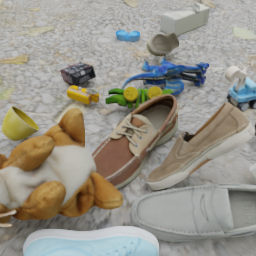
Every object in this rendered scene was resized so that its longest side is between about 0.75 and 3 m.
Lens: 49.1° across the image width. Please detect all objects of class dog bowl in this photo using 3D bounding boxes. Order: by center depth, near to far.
[{"bbox_3d":[-0.012,-3.614,11.000,0.967,0.240,0.539,7,43,7],"label":"dog bowl"}]

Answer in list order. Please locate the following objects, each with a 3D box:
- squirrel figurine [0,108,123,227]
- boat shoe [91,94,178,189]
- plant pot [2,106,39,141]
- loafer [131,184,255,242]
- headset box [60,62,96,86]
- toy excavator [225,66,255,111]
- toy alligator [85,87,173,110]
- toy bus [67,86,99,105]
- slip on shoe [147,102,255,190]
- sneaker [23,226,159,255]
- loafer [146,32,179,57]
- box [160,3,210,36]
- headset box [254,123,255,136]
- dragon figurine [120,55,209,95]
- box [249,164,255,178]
[{"bbox_3d":[-1.762,0.965,4.363,2.253,1.709,2.414,-23,2,-42],"label":"squirrel figurine"},{"bbox_3d":[0.116,0.167,6.132,1.117,1.059,2.951,31,51,21],"label":"boat shoe"},{"bbox_3d":[-2.553,-0.027,6.449,0.561,0.790,0.790,-47,53,0],"label":"plant pot"},{"bbox_3d":[1.473,1.376,4.806,2.865,1.000,1.002,-4,57,-1],"label":"loafer"},{"bbox_3d":[-1.563,-1.674,8.567,0.746,0.387,1.002,-28,30,-23],"label":"headset box"},{"bbox_3d":[3.036,-1.112,7.445,1.237,1.272,0.635,-12,42,-16],"label":"toy excavator"},{"bbox_3d":[0.028,-0.741,7.331,2.306,0.764,0.554,0,85,5],"label":"toy alligator"},{"bbox_3d":[-1.232,-0.892,7.732,0.860,0.280,0.336,20,48,15],"label":"toy bus"},{"bbox_3d":[1.148,0.389,5.198,0.686,2.264,0.861,51,34,-3],"label":"slip on shoe"},{"bbox_3d":[-0.472,2.016,4.109,2.093,0.774,0.858,2,22,-14],"label":"sneaker"},{"bbox_3d":[1.075,-2.649,9.143,0.639,0.708,1.871,-26,3,39],"label":"loafer"},{"bbox_3d":[2.376,-4.530,11.650,2.103,0.719,0.864,-30,50,-29],"label":"box"},{"bbox_3d":[3.703,0.065,5.944,1.527,1.136,0.590,31,53,2],"label":"headset box"},{"bbox_3d":[1.136,-1.473,8.037,2.816,0.829,1.400,-22,36,-36],"label":"dragon figurine"},{"bbox_3d":[2.769,1.033,5.515,0.770,0.316,0.263,51,25,3],"label":"box"}]
